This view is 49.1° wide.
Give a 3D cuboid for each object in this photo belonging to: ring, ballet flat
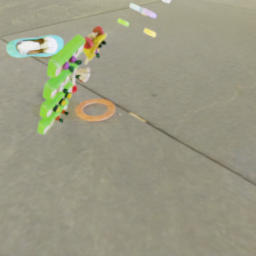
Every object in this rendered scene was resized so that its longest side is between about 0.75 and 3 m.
[{"bbox_3d":[-1.314,-0.709,11.289,1.589,0.153,1.589,-1,37,1],"label":"ring"},{"bbox_3d":[-2.935,-2.675,9.258,1.982,0.667,0.697,-20,22,-34],"label":"ballet flat"}]

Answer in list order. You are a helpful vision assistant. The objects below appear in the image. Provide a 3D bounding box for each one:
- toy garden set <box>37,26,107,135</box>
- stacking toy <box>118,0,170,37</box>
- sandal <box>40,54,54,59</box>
[{"bbox_3d":[-1.514,-1.326,7.976,0.575,2.884,2.404,30,49,0],"label":"toy garden set"},{"bbox_3d":[0.550,-4.637,11.076,2.005,1.512,0.471,32,18,27],"label":"stacking toy"},{"bbox_3d":[-4.357,-4.094,15.637,1.248,0.341,0.510,12,38,16],"label":"sandal"}]
